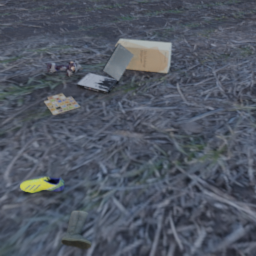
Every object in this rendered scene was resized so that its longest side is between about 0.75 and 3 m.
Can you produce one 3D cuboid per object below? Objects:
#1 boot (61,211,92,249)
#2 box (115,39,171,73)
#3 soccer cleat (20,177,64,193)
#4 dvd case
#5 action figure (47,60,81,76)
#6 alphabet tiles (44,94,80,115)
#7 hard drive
[{"bbox_3d":[-1.225,2.621,7.276,0.844,0.337,0.928,10,31,10],"label":"boot"},{"bbox_3d":[0.835,-3.921,15.242,2.889,1.372,1.123,7,37,11],"label":"box"},{"bbox_3d":[-2.560,1.643,8.351,1.314,0.550,0.425,1,36,1],"label":"soccer cleat"},{"bbox_3d":[-1.496,-2.200,13.817,1.676,0.207,1.260,15,39,17],"label":"dvd case"},{"bbox_3d":[-3.354,-3.198,14.916,1.830,0.635,1.190,-1,29,-7],"label":"action figure"},{"bbox_3d":[-3.006,-1.113,12.494,1.214,0.055,1.452,-21,43,-25],"label":"alphabet tiles"},{"bbox_3d":[-0.481,-3.137,13.415,1.037,1.487,0.244,28,5,-43],"label":"hard drive"}]
